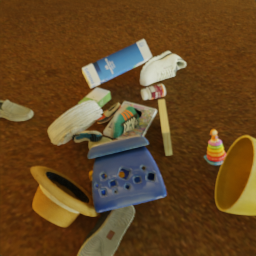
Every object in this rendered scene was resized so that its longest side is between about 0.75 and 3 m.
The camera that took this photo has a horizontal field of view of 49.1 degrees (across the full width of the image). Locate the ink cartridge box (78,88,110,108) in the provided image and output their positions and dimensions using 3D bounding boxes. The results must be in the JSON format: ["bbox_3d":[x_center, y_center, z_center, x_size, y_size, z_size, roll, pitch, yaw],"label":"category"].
[{"bbox_3d":[-1.461,-1.179,12.224,0.727,0.415,1.400,20,46,25],"label":"ink cartridge box"}]

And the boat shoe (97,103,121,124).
[{"bbox_3d":[-0.795,-0.597,11.500,1.196,0.374,0.426,-32,31,-12],"label":"boat shoe"}]

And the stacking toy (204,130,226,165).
[{"bbox_3d":[2.975,0.605,9.565,0.702,1.210,0.664,-15,23,-7],"label":"stacking toy"}]

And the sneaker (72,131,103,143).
[{"bbox_3d":[-1.424,0.255,10.062,1.120,0.420,0.485,0,20,15],"label":"sneaker"}]

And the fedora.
[{"bbox_3d":[-1.957,2.049,7.926,2.482,2.482,1.012,32,85,29],"label":"fedora"}]

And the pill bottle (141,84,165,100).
[{"bbox_3d":[1.114,-1.586,12.549,0.993,0.567,0.567,-15,45,-10],"label":"pill bottle"}]

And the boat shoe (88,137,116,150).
[{"bbox_3d":[-0.340,0.867,9.979,2.385,0.856,0.806,13,3,25],"label":"boat shoe"}]

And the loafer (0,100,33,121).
[{"bbox_3d":[-4.954,-0.765,11.587,2.058,0.718,0.719,7,44,8],"label":"loafer"}]

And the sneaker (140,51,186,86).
[{"bbox_3d":[1.651,-2.793,13.505,1.113,1.057,2.766,36,58,23],"label":"sneaker"}]

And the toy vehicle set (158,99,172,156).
[{"bbox_3d":[1.374,-0.042,10.447,0.250,1.174,1.889,-8,41,7],"label":"toy vehicle set"}]

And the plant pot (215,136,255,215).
[{"bbox_3d":[3.817,1.577,8.178,1.645,2.318,2.318,20,45,0],"label":"plant pot"}]

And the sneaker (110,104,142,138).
[{"bbox_3d":[-0.032,-0.250,10.557,0.866,0.773,2.166,14,33,10],"label":"sneaker"}]

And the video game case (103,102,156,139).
[{"bbox_3d":[0.120,-0.258,11.442,1.510,0.190,2.109,16,46,16],"label":"video game case"}]

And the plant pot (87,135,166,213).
[{"bbox_3d":[-0.093,1.171,8.052,1.941,1.941,1.745,-14,86,2],"label":"plant pot"}]

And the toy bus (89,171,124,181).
[{"bbox_3d":[-0.686,1.525,9.346,1.181,0.384,0.462,1,53,2],"label":"toy bus"}]

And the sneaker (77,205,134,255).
[{"bbox_3d":[-0.658,2.900,7.808,0.787,1.118,2.104,42,78,-8],"label":"sneaker"}]

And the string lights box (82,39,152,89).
[{"bbox_3d":[-0.550,-2.826,12.622,2.970,0.876,1.526,-27,7,-6],"label":"string lights box"}]

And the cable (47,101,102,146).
[{"bbox_3d":[-1.897,-0.163,9.977,2.094,2.094,0.725,-38,92,-39],"label":"cable"}]
